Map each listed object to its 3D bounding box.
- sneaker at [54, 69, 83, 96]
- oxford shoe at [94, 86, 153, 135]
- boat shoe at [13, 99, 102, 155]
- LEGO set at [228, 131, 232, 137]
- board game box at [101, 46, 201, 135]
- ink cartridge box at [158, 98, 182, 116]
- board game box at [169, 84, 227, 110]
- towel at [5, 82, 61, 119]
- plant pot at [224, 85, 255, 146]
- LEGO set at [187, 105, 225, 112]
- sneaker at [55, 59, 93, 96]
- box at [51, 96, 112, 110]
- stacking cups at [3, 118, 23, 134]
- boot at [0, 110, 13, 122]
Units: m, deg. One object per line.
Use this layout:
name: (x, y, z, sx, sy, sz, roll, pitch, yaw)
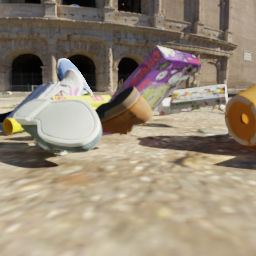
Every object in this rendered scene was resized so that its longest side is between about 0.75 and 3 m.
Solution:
sneaker: (-2.217, -1.240, 9.959, 0.820, 2.016, 0.889, -4, -19, 25)
oxford shoe: (-0.356, -0.098, 5.613, 2.118, 0.755, 0.755, -17, 34, 52)
boat shoe: (-1.227, 0.030, 5.114, 2.590, 0.800, 0.943, 14, 51, 47)
LEGO set: (3.602, 0.009, 7.119, 2.071, 0.771, 0.953, -9, -24, -26)
board game box: (0.330, -0.765, 6.780, 1.648, 0.443, 2.745, -3, -33, -47)
ink cartridge box: (1.967, -0.995, 12.968, 1.039, 0.441, 0.757, -6, -33, -13)
board game box: (2.272, -0.997, 9.063, 1.733, 0.300, 1.094, -5, 26, 21)
towel: (-3.281, -0.769, 9.408, 2.001, 0.324, 2.725, -48, 24, -15)
plant pot: (2.906, -0.313, 5.738, 1.490, 1.627, 1.627, -15, 12, -18)
LEGO set: (4.237, -1.141, 15.558, 2.175, 0.809, 1.000, 5, 42, 1)
sneaker: (-1.968, -1.647, 11.162, 0.961, 2.539, 0.978, -36, 13, -22)
box: (-1.038, -0.530, 8.949, 2.690, 0.674, 1.012, -5, 39, -31)
stacking cups: (-2.727, -0.171, 7.820, 0.430, 0.430, 1.422, 5, 14, 32)
boot: (-4.585, -0.476, 10.746, 0.561, 0.433, 1.158, 9, 13, 37)
